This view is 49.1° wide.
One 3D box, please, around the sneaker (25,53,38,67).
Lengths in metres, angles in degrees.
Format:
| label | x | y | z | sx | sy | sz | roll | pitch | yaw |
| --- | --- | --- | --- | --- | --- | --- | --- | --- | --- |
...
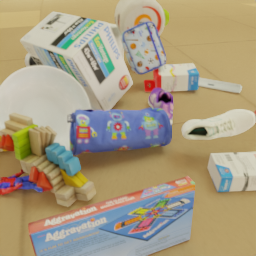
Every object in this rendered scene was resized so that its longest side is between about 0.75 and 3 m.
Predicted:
| label | x | y | z | sx | sy | sz | roll | pitch | yaw |
| --- | --- | --- | --- | --- | --- | --- | --- | --- | --- |
| sneaker | -3.853 | -3.467 | 13.444 | 1.297 | 0.860 | 2.279 | 8 | 40 | 11 |

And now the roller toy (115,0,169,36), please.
| label | x | y | z | sx | sy | sz | roll | pitch | yaw |
| --- | --- | --- | --- | --- | --- | --- | --- | --- | --- |
| roller toy | 0.448 | -4.827 | 12.341 | 2.219 | 2.024 | 1.551 | 26 | 27 | -34 |

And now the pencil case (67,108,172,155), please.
| label | x | y | z | sx | sy | sz | roll | pitch | yaw |
| --- | --- | --- | --- | --- | --- | --- | --- | --- | --- |
| pencil case | -0.249 | 0.018 | 7.554 | 2.828 | 1.104 | 1.228 | -3 | 75 | -19 |

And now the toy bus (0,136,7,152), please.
| label | x | y | z | sx | sy | sz | roll | pitch | yaw |
| --- | --- | --- | --- | --- | --- | --- | --- | --- | --- |
| toy bus | -3.876 | -0.447 | 8.357 | 2.474 | 1.355 | 2.622 | -29 | 43 | -36 |

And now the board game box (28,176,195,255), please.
| label | x | y | z | sx | sy | sz | roll | pitch | yaw |
| --- | --- | --- | --- | --- | --- | --- | --- | --- | --- |
| board game box | -0.143 | 1.810 | 4.857 | 2.785 | 1.434 | 0.271 | -12 | 31 | -18 |

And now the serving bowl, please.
| label | x | y | z | sx | sy | sz | roll | pitch | yaw |
| --- | --- | --- | --- | --- | --- | --- | --- | --- | --- |
| serving bowl | -2.346 | -0.378 | 7.738 | 2.532 | 2.532 | 0.833 | -22 | 3 | -29 |

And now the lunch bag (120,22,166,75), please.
| label | x | y | z | sx | sy | sz | roll | pitch | yaw |
| --- | --- | --- | --- | --- | --- | --- | --- | --- | --- |
| lunch bag | 0.621 | -3.116 | 10.822 | 1.506 | 1.879 | 0.710 | -23 | 15 | -6 |

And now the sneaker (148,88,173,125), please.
| label | x | y | z | sx | sy | sz | roll | pitch | yaw |
| --- | --- | --- | --- | --- | --- | --- | --- | --- | --- |
| sneaker | 1.155 | -0.918 | 9.410 | 0.838 | 0.922 | 2.085 | 4 | 34 | -2 |

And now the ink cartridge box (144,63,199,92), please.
| label | x | y | z | sx | sy | sz | roll | pitch | yaw |
| --- | --- | --- | --- | --- | --- | --- | --- | --- | --- |
| ink cartridge box | 1.683 | -2.022 | 11.271 | 2.076 | 0.698 | 1.206 | -3 | 33 | 2 |

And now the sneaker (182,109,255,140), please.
| label | x | y | z | sx | sy | sz | roll | pitch | yaw |
| --- | --- | --- | --- | --- | --- | --- | --- | --- | --- |
| sneaker | 2.289 | 0.013 | 7.110 | 1.870 | 0.658 | 0.749 | -14 | 8 | 16 |

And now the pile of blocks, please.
| label | x | y | z | sx | sy | sz | roll | pitch | yaw |
| --- | --- | --- | --- | --- | --- | --- | --- | --- | --- |
| pile of blocks | -1.924 | 0.713 | 6.200 | 2.726 | 1.119 | 0.847 | 37 | 38 | 11 |

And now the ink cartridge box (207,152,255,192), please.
| label | x | y | z | sx | sy | sz | roll | pitch | yaw |
| --- | --- | --- | --- | --- | --- | --- | --- | --- | --- |
| ink cartridge box | 2.693 | 1.058 | 6.829 | 1.230 | 0.518 | 0.898 | -1 | 33 | -2 |

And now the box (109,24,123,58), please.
| label | x | y | z | sx | sy | sz | roll | pitch | yaw |
| --- | --- | --- | --- | --- | --- | --- | --- | --- | --- |
| box | -1.226 | -4.189 | 13.719 | 1.665 | 1.674 | 1.094 | 21 | 39 | 31 |

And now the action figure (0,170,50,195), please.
| label | x | y | z | sx | sy | sz | roll | pitch | yaw |
| --- | --- | --- | --- | --- | --- | --- | --- | --- | --- |
| action figure | -2.517 | 1.281 | 6.627 | 1.737 | 0.449 | 0.568 | -4 | 36 | -1 |

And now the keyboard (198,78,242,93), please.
| label | x | y | z | sx | sy | sz | roll | pitch | yaw |
| --- | --- | --- | --- | --- | --- | --- | --- | --- | --- |
| keyboard | 3.421 | -1.788 | 11.510 | 2.342 | 0.125 | 0.659 | 15 | 42 | 24 |

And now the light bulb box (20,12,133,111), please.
| label | x | y | z | sx | sy | sz | roll | pitch | yaw |
| --- | --- | --- | --- | --- | --- | --- | --- | --- | --- |
| light bulb box | -1.653 | -2.204 | 9.528 | 2.689 | 2.665 | 1.678 | 25 | 67 | 34 |

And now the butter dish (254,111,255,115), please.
| label | x | y | z | sx | sy | sz | roll | pitch | yaw |
| --- | --- | --- | --- | --- | --- | --- | --- | --- | --- |
| butter dish | 5.090 | -0.770 | 9.163 | 1.364 | 1.008 | 1.360 | 28 | 42 | 36 |
